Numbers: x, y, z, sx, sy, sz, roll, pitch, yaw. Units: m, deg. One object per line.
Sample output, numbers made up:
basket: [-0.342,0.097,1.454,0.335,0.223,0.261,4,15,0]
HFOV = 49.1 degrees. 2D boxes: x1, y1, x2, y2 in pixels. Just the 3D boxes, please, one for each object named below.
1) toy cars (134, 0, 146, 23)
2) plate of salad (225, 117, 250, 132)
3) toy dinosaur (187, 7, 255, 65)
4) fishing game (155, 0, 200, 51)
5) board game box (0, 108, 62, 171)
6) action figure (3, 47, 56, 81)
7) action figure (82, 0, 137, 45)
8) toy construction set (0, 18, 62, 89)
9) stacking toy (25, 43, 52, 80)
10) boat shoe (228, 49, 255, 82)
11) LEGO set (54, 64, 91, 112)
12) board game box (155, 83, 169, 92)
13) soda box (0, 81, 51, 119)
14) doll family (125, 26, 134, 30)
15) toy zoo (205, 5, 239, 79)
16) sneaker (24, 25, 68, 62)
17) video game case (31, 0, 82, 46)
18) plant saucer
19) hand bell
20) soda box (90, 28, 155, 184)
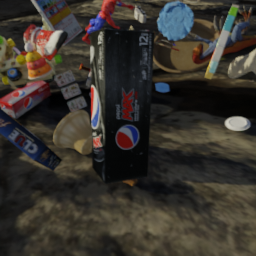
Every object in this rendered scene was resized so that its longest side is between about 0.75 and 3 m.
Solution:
toy cars: [0.311,-5.430,12.217,0.412,1.862,0.835,-18,7,-16]
plate of salad: [4.105,-0.124,10.514,0.893,0.215,0.893,-9,34,6]
toy dinosaur: [3.120,-2.697,8.876,2.545,1.336,2.309,36,82,6]
fishing game: [1.398,-3.152,8.319,1.127,1.574,0.245,25,22,21]
board game box: [-2.034,0.250,5.557,1.308,1.931,0.334,38,76,5]
action figure: [-4.473,-2.907,12.971,2.736,2.038,1.833,7,28,33]
action figure: [-0.743,-4.389,11.630,1.459,2.947,0.962,17,70,-21]
toy construction set: [-3.139,-2.258,8.563,2.824,1.301,1.852,-16,72,13]
stacking toy: [-2.388,-1.719,7.127,0.649,0.888,0.649,-14,31,9]
boat shoe: [3.836,-1.780,7.957,0.767,0.899,2.690,7,5,-9]
LEGO set: [-1.190,-1.319,8.276,1.595,1.192,0.392,-23,27,-2]
board game box: [1.562,-1.795,12.865,0.621,0.153,0.786,3,42,-3]
soda box: [-4.229,-1.283,11.690,0.763,0.691,2.181,16,40,20]
doll family: [-0.170,-2.710,9.056,1.009,1.746,0.685,-20,73,16]
toy zoo: [2.127,-1.882,6.476,0.168,1.076,1.640,21,65,11]
sneaker: [-2.119,-2.219,6.998,0.559,0.898,1.675,-59,21,-14]
video game case: [-1.987,-3.201,7.987,0.125,1.431,1.023,-8,36,39]
plant saucer: [2.144,-2.945,10.266,2.625,0.387,2.625,-9,58,14]
hand bell: [-0.837,0.803,8.635,2.844,1.481,1.481,37,49,25]
soda box: [-0.174,-0.436,5.736,1.049,2.965,0.939,-4,15,-22]
